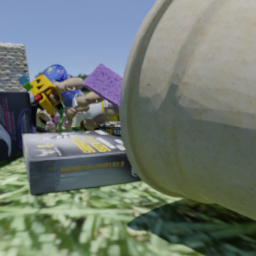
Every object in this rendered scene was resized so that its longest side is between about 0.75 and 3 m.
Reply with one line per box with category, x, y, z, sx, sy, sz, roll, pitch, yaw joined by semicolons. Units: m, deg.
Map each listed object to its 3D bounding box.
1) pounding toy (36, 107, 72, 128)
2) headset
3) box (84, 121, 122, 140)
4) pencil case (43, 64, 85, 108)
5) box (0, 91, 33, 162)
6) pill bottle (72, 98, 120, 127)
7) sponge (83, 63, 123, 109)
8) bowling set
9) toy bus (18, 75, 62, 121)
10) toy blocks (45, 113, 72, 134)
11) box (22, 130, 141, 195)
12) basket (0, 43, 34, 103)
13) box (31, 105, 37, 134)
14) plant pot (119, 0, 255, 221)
pounding toy;-2.973;-0.523;11.087;1.138;1.134;1.984;1;8;36
headset;-3.356;-0.849;10.096;1.572;2.546;1.196;-28;-6;-46
box;-0.275;0.102;9.128;1.535;0.474;1.923;5;9;26
pencil case;-2.334;-1.346;11.027;1.097;0.986;2.527;31;-16;37
box;-3.117;-0.025;5.893;1.262;1.455;2.380;-3;6;6
pill bottle;-0.798;-0.634;10.900;2.625;1.461;1.461;-2;7;-19
sponge;-0.414;-1.109;7.833;1.498;0.836;0.223;33;-22;4
bowling set;-1.238;-0.405;8.490;2.299;1.600;1.234;25;27;19
toy bus;-2.025;-0.827;7.068;0.665;1.287;1.215;-39;1;-9
toy blocks;-2.235;-0.170;8.849;0.711;0.640;0.761;-17;14;-26
box;-1.010;0.503;5.320;1.803;0.550;2.277;-2;9;-22
basket;-4.283;-1.535;8.325;2.207;1.775;2.187;-8;10;-41
box;-3.996;-0.198;8.794;1.831;1.138;1.360;6;8;32
plant pot;1.868;-0.059;2.621;2.945;2.945;2.696;-5;20;-35
